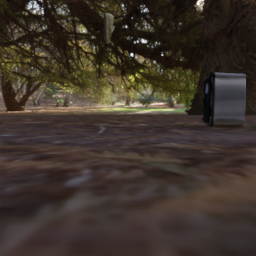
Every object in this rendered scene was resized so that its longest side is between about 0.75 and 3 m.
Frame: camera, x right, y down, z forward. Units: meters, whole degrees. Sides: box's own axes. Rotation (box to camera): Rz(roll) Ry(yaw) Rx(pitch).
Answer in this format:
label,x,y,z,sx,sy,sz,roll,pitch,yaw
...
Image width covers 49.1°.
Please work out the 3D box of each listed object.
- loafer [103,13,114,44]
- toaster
label,x,y,z,sx,sy,sz,roll,pitch,yaw
loafer,-0.643,-3.415,9.643,0.348,1.018,0.385,-7,28,-16
toaster,2.923,-0.881,8.710,1.056,1.609,1.779,0,3,8
